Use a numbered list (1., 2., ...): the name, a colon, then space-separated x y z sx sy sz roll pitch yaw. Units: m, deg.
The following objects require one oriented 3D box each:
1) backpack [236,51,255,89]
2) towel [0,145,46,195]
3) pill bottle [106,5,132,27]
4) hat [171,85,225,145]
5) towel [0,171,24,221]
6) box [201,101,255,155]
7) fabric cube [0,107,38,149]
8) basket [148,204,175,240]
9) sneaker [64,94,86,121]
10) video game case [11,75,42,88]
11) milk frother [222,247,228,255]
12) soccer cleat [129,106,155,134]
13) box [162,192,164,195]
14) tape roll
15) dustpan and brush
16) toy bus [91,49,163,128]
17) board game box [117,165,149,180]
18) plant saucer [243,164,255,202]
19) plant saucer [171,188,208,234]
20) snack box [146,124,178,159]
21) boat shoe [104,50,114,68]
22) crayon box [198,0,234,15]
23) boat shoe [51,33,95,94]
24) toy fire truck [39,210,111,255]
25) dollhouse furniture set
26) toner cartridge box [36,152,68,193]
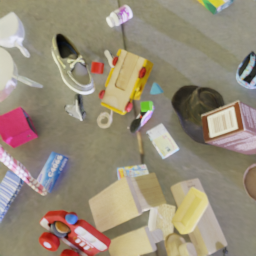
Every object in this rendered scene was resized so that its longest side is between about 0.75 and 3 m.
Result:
1. backpack: 4.852 -2.086 10.951 1.233 0.909 1.351 36 73 12
2. towel: -3.515 1.145 8.766 0.337 2.252 1.648 -46 38 -17
3. pill bottle: -0.398 -4.808 12.127 1.035 0.581 0.581 -35 74 -11
4. hat: 2.872 -0.723 10.047 2.546 1.027 2.546 10 60 -18
5. towel: -4.212 2.305 9.369 1.236 0.204 1.707 9 65 44
6. box: 3.808 0.103 9.141 2.754 1.379 1.032 17 61 -38
7. fabric cube: -4.031 0.005 10.154 0.994 0.979 0.998 -26 73 -9
8. basket: 1.077 3.070 9.149 0.725 0.797 1.176 11 71 0
9. sneaker: -2.032 -0.788 10.296 0.753 1.305 0.490 14 52 10
10. video game case: -3.842 -1.781 10.699 0.860 0.943 0.104 26 97 4
11. milk frother: 2.575 4.092 8.749 0.866 0.831 0.921 18 68 5
12. soccer cleat: 0.528 -0.311 10.356 0.442 0.475 1.297 44 112 34
13. box: 0.712 2.267 9.718 1.001 0.246 0.412 21 71 7
14. tape roll: -5.676 -1.968 10.673 2.825 0.516 2.825 0 64 0
15. dustpan and brush: -4.838 -3.770 11.830 1.473 0.604 2.111 -39 68 -10
16. toy bus: -0.055 -1.533 10.450 2.619 1.353 2.472 -20 85 21
17. board game box: 0.183 1.667 9.500 1.022 1.044 0.292 -7 110 -6
18. plant saucer: 4.733 1.968 9.826 1.471 0.253 1.471 0 69 0
19. plant saucer: 1.837 2.440 8.183 0.307 1.266 1.266 33 85 -2
20. snack box: 1.271 0.484 10.378 0.669 0.214 1.151 -28 72 -11
21. boat shoe: -0.704 -2.829 11.502 0.238 0.288 0.768 -32 93 -50
22. crayon box: 3.742 -6.089 12.651 1.168 0.467 1.840 -35 74 -12
23. boat shoe: -2.128 -2.455 10.570 1.023 0.855 2.861 -22 61 -24
24. toy fire truck: -1.628 3.124 8.364 1.973 1.656 1.106 40 38 -4
25. dollhouse furniture set: 0.885 3.114 9.238 2.990 2.436 2.844 -3 64 -39
26. toner cartridge box: -2.689 1.536 9.821 0.628 0.285 1.322 12 68 34
